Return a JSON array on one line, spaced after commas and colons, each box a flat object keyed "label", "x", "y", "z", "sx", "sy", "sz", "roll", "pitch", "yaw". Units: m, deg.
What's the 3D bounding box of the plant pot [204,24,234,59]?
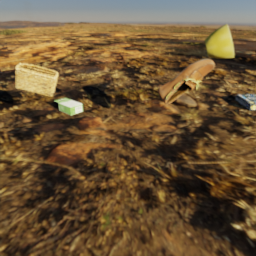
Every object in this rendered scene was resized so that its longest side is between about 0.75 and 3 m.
[{"label": "plant pot", "x": 2.296, "y": -2.120, "z": 7.147, "sx": 0.603, "sy": 0.850, "sz": 0.850, "roll": -14, "pitch": 21, "yaw": 16}]

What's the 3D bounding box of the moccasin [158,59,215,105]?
[{"label": "moccasin", "x": 2.181, "y": -1.674, "z": 10.274, "sx": 2.266, "sy": 0.829, "sz": 0.875, "roll": -32, "pitch": 56, "yaw": 6}]

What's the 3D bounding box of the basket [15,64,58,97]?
[{"label": "basket", "x": -3.171, "y": -1.883, "z": 9.842, "sx": 1.373, "sy": 1.023, "sz": 0.980, "roll": 13, "pitch": 52, "yaw": -12}]

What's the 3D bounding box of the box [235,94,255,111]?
[{"label": "box", "x": 6.305, "y": -1.307, "z": 14.026, "sx": 1.240, "sy": 0.359, "sz": 1.560, "roll": -3, "pitch": 24, "yaw": -6}]

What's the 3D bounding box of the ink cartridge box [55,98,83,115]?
[{"label": "ink cartridge box", "x": -2.854, "y": -1.030, "z": 13.364, "sx": 1.354, "sy": 0.401, "sz": 0.703, "roll": 21, "pitch": 32, "yaw": 39}]
